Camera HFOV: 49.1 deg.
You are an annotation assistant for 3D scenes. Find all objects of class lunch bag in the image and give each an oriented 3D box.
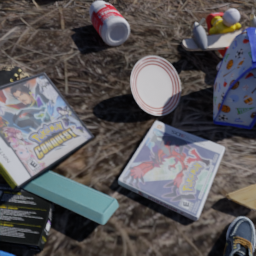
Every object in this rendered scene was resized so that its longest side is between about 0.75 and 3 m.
[{"bbox_3d":[3.794,-1.604,9.169,1.595,2.575,2.189,7,49,7],"label":"lunch bag"}]

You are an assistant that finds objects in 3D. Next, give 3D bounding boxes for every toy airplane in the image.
[{"bbox_3d":[4.015,-3.694,11.317,2.885,2.045,2.898,28,57,23],"label":"toy airplane"}]

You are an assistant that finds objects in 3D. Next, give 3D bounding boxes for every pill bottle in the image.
[{"bbox_3d":[-0.951,-4.869,12.841,1.291,1.291,2.300,-19,52,-16],"label":"pill bottle"}]

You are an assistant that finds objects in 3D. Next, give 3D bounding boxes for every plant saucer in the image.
[{"bbox_3d":[-1.701,1.691,7.555,2.875,0.273,1.005,18,19,16],"label":"plant saucer"}]

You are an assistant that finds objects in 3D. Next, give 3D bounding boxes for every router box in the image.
[{"bbox_3d":[-2.967,2.250,7.212,1.986,0.507,1.482,5,49,5],"label":"router box"}]

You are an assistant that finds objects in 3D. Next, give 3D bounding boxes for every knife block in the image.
[{"bbox_3d":[3.316,1.691,7.567,1.059,0.339,0.930,23,76,13],"label":"knife block"}]

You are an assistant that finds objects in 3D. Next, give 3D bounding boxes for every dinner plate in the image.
[{"bbox_3d":[0.960,-1.465,9.852,2.113,0.256,2.113,2,86,-28],"label":"dinner plate"}]

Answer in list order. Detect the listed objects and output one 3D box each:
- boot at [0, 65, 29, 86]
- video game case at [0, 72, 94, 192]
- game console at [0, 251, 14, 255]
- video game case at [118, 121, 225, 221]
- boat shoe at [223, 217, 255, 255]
[{"bbox_3d":[-4.204,-1.368,10.127,2.416,0.884,1.819,13,51,19],"label":"boot"},{"bbox_3d":[-2.768,-0.101,7.982,2.672,0.377,2.956,52,43,2],"label":"video game case"},{"bbox_3d":[-3.226,3.588,6.314,1.225,0.849,1.436,28,48,-17],"label":"game console"},{"bbox_3d":[1.356,1.101,8.345,2.385,0.301,2.617,22,53,18],"label":"video game case"},{"bbox_3d":[2.621,2.820,6.479,0.684,0.878,1.934,21,53,17],"label":"boat shoe"}]
